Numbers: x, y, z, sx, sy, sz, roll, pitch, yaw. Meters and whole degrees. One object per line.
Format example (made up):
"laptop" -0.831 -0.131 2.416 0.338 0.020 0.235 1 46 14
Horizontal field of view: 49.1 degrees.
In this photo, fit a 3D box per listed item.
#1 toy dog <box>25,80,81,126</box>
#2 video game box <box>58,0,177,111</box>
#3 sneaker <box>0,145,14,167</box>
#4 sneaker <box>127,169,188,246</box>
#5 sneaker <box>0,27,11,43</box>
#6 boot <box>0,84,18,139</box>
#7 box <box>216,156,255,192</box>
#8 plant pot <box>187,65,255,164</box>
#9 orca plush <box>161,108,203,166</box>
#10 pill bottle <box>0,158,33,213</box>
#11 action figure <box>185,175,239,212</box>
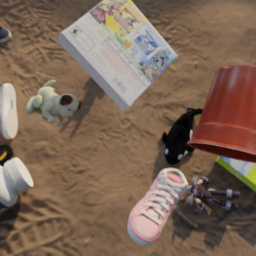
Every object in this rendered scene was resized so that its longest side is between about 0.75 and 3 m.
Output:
"toy dog" -1.961 -0.657 7.901 1.303 0.909 1.264 11 72 27
"video game box" -0.192 -2.125 7.550 2.491 0.583 2.269 47 69 -10
"sneaker" -5.386 1.311 9.751 2.661 1.198 0.931 -25 71 -9
"sneaker" 0.724 1.642 6.433 0.795 1.104 2.112 32 32 14
"sneaker" -6.161 -4.223 12.161 1.940 0.770 0.761 4 67 0
"boot" -4.953 -0.560 10.756 1.085 0.874 2.402 -13 61 1
"box" 4.484 1.213 10.097 2.614 0.623 1.594 40 74 14
"plant pot" 3.041 -0.359 7.707 2.320 2.320 2.256 15 83 6
"orca plush" 2.114 0.168 10.363 1.319 0.891 2.506 39 74 14
"pill bottle" -4.689 2.179 9.205 2.820 1.561 1.561 -30 72 -10
"action figure" 2.808 2.347 9.688 1.879 0.652 1.223 14 76 9
